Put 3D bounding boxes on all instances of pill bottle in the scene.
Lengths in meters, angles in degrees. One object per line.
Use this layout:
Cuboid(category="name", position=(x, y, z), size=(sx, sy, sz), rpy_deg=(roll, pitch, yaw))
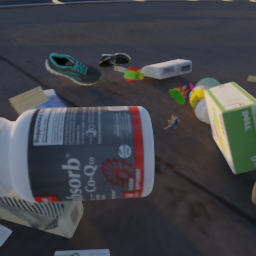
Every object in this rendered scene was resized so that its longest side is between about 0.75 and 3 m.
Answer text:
Cuboid(category="pill bottle", position=(-0.976, 0.431, 4.593), size=(2.631, 1.524, 1.524), rpy_deg=(-2, 30, -5))
Cuboid(category="pill bottle", position=(2.453, -0.715, 8.831), size=(0.812, 0.812, 1.486), rpy_deg=(0, 28, 0))

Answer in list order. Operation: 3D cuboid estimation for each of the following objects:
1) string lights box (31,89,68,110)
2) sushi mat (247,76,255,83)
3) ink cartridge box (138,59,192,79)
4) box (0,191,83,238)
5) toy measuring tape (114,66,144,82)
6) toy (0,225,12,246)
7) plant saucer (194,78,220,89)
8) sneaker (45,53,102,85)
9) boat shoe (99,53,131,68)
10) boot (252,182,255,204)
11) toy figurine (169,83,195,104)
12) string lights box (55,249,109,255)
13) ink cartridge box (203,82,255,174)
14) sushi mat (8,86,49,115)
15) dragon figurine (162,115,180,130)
Cuboid(category="string lights box", position=(-2.518, -0.427, 8.631), size=(1.172, 0.673, 2.281), rpy_deg=(-17, 34, -23))
Cuboid(category="sushi mat", position=(5.940, -1.972, 11.894), size=(1.626, 0.098, 0.778), rpy_deg=(14, 33, 23))
Cuboid(category="ink cartridge box", position=(1.349, -2.675, 12.290), size=(1.827, 0.641, 2.247), rpy_deg=(-19, 30, -31))
Cuboid(category="box", position=(-1.860, 1.434, 5.337), size=(1.876, 0.771, 0.641), rpy_deg=(8, 45, 16))
Cuboid(category="toy measuring tape", position=(-0.088, -2.240, 11.313), size=(1.746, 0.642, 0.642), rpy_deg=(27, 39, 38))
Cuboid(category="toy", position=(-2.641, 2.140, 4.558), size=(0.788, 0.323, 1.368), rpy_deg=(20, 49, 17))
Cuboid(category="plant saucer", position=(2.727, -1.116, 9.505), size=(0.222, 1.152, 1.152), rpy_deg=(0, 24, -41))
Cuboid(category="sneaker", position=(-2.179, -2.374, 11.180), size=(2.322, 0.901, 1.059), rpy_deg=(13, -10, -8))
Cuboid(category="boat shoe", position=(-0.545, -2.736, 11.548), size=(1.536, 0.552, 0.519), rpy_deg=(8, 59, 37))
Cuboid(category="boot", position=(3.533, 1.259, 5.514), size=(1.811, 0.655, 1.506), rpy_deg=(-13, 15, -34))
Cuboid(category="toy figurine", position=(2.002, -1.321, 10.014), size=(0.742, 0.605, 0.806), rpy_deg=(-33, 37, -16))
Cuboid(category="string lights box", position=(-0.672, 2.537, 3.782), size=(0.861, 0.494, 1.676), rpy_deg=(-2, 30, -3))
Cuboid(category="ink cartridge box", position=(2.516, 0.033, 6.389), size=(0.852, 1.492, 2.874), rpy_deg=(-16, 19, 10))
Cuboid(category="sushi mat", position=(-2.844, -0.802, 8.070), size=(1.091, 0.522, 0.066), rpy_deg=(-37, 5, -42))
Cuboid(category="dragon figurine", position=(1.356, -0.107, 8.559), size=(0.246, 0.415, 0.834), rpy_deg=(19, 55, 27))
